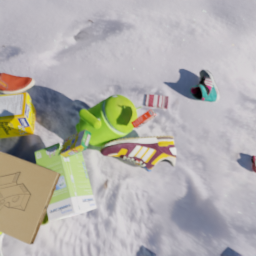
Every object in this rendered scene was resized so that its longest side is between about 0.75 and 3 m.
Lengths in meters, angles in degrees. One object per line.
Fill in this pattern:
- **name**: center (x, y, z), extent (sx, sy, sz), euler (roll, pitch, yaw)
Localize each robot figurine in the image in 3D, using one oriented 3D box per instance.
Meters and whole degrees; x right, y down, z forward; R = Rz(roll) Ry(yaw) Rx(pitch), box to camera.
- **robot figurine**: center (-0.748, -0.240, 10.244), extent (2.262, 2.578, 1.491), euler (-8, 74, -54)

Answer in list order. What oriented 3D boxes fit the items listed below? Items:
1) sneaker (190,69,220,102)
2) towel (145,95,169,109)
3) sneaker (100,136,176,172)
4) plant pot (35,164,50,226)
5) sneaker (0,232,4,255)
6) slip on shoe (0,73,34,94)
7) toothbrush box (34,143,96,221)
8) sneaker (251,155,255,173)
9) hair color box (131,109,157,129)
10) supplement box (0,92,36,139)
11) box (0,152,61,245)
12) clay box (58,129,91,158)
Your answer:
- **sneaker**: center (3.300, -1.905, 12.713), extent (1.121, 0.776, 1.856), euler (-4, 55, -15)
- **towel**: center (1.299, -1.201, 12.572), extent (1.019, 0.116, 0.734), euler (7, 54, 5)
- **sneaker**: center (0.382, 1.008, 10.159), extent (2.784, 1.043, 1.254), euler (-7, 81, -2)
- **plant pot**: center (-3.074, 2.106, 9.401), extent (1.723, 1.723, 1.584), euler (12, 44, 9)
- **sneaker**: center (-4.419, 3.505, 8.494), extent (0.962, 1.054, 2.603), euler (-18, 50, 10)
- **slip on shoe**: center (-5.581, -2.123, 12.843), extent (2.469, 0.755, 0.914), euler (2, 53, -1)
- **toothbrush box**: center (-1.973, 1.706, 8.968), extent (0.930, 1.573, 2.161), euler (-23, 74, 12)
- **sneaker**: center (4.880, 1.372, 10.614), extent (0.281, 0.304, 0.754), euler (9, 54, 4)
- **hair color box**: center (0.501, -0.281, 8.880), extent (0.773, 0.393, 0.237), euler (-35, 79, 16)
- **supplement box**: center (-5.086, -0.441, 11.309), extent (2.329, 1.276, 1.268), euler (-7, 56, -4)
- **box**: center (-3.462, 1.912, 8.132), extent (2.547, 0.271, 2.082), euler (17, 78, 14)
- **clay box**: center (-1.522, 0.472, 7.884), extent (1.028, 0.245, 0.591), euler (-24, 39, 36)
